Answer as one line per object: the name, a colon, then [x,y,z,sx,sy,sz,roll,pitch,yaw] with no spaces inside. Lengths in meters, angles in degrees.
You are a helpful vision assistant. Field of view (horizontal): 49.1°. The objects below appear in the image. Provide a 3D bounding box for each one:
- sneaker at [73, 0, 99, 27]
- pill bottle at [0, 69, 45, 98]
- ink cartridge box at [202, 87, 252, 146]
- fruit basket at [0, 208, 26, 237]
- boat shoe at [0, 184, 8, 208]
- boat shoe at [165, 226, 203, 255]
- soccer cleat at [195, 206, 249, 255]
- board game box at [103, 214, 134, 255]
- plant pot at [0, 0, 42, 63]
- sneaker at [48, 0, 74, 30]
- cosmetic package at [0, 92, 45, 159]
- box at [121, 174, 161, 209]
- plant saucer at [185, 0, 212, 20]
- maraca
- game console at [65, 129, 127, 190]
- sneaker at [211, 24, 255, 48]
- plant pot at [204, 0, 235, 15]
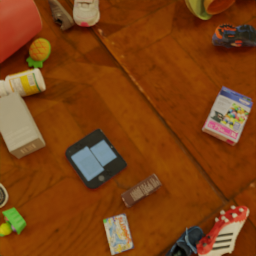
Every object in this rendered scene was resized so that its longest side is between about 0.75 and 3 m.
sneaker: [-1.755,-5.514,11.633,1.139,1.235,2.799,1,69,0]
pill bottle: [-3.951,-1.582,10.340,1.544,0.871,0.871,-17,70,-6]
ink cartridge box: [3.676,-0.535,10.197,1.231,0.433,2.062,26,70,9]
fruit basket: [-3.719,3.039,8.773,0.841,0.606,0.841,7,56,-10]
boat shoe: [-5.075,1.790,9.111,2.479,0.748,0.916,32,72,11]
boat shoe: [1.708,3.712,8.467,0.716,0.584,1.702,39,74,13]
soccer cleat: [3.006,3.290,8.610,2.158,0.741,0.919,-37,97,-21]
board game box: [-0.304,3.337,8.825,0.723,0.184,1.069,-16,70,-6]
plant pot: [-4.818,-4.001,10.383,2.488,2.812,2.812,-39,74,-21]
sneaker: [-2.977,-4.782,11.713,0.636,0.593,1.683,-39,73,-8]
cosmetic package: [-3.872,-0.111,9.785,1.092,0.922,2.044,-27,69,-10]
box: [0.414,2.056,9.072,1.274,0.638,0.477,-29,72,-10]
plant saucer: [2.875,-5.624,11.444,0.372,2.393,2.393,2,62,46]
maraca: [-3.520,-2.911,10.990,0.841,0.656,1.227,24,91,11]
game console: [-1.136,1.069,9.647,1.570,0.275,1.775,-35,73,-12]
sneaker: [4.284,-3.588,11.160,2.191,0.859,0.825,3,75,-18]
plant pot: [3.602,-5.548,11.493,1.251,1.251,1.146,-17,76,-6]
